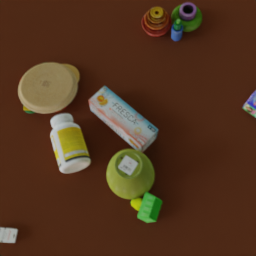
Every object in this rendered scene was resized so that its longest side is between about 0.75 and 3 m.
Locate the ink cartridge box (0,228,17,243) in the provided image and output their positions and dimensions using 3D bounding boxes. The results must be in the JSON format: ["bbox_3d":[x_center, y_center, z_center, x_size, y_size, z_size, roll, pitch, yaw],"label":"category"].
[{"bbox_3d":[-4.284,3.770,9.823,0.811,0.275,0.470,4,67,2],"label":"ink cartridge box"}]

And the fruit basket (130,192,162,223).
[{"bbox_3d":[0.607,2.844,10.115,1.046,0.755,1.046,-29,41,29],"label":"fruit basket"}]

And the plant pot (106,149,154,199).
[{"bbox_3d":[0.059,1.491,9.805,1.837,1.963,1.837,-1,72,2],"label":"plant pot"}]

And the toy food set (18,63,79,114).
[{"bbox_3d":[-3.445,-1.745,12.024,2.576,0.633,2.603,2,67,1],"label":"toy food set"}]

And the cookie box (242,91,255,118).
[{"bbox_3d":[5.616,-0.896,11.715,1.216,0.457,1.040,39,69,13],"label":"cookie box"}]

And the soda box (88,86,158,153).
[{"bbox_3d":[-0.228,-0.339,11.249,2.928,0.931,1.001,41,72,15],"label":"soda box"}]

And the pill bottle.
[{"bbox_3d":[-2.281,0.566,10.713,1.186,1.186,2.118,-18,69,-8],"label":"pill bottle"}]

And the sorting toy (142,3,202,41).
[{"bbox_3d":[2.116,-5.132,13.031,2.944,1.208,1.769,-15,74,0],"label":"sorting toy"}]
